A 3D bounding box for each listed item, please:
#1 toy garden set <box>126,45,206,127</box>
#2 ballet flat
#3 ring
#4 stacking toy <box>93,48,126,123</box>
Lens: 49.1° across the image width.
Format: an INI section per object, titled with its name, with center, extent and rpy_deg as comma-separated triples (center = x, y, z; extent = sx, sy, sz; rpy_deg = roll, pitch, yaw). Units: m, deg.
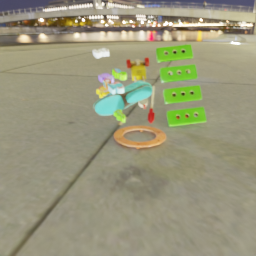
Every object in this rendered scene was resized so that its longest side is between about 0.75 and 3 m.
[toy garden set]
center = 1.270, -1.417, 9.982
extent = 2.404, 2.884, 0.575
rpy_deg = -7, -13, -2
[ballet flat]
center = -0.198, -0.955, 8.930
extent = 1.982, 0.667, 0.697
rpy_deg = -22, 27, -7
[ring]
center = 0.357, 0.280, 8.582
extent = 1.589, 0.153, 1.589
rpy_deg = 1, 22, 0
[stacking toy]
center = -0.475, -1.306, 8.269
extent = 0.471, 1.512, 2.005
rpy_deg = -17, 41, -20
